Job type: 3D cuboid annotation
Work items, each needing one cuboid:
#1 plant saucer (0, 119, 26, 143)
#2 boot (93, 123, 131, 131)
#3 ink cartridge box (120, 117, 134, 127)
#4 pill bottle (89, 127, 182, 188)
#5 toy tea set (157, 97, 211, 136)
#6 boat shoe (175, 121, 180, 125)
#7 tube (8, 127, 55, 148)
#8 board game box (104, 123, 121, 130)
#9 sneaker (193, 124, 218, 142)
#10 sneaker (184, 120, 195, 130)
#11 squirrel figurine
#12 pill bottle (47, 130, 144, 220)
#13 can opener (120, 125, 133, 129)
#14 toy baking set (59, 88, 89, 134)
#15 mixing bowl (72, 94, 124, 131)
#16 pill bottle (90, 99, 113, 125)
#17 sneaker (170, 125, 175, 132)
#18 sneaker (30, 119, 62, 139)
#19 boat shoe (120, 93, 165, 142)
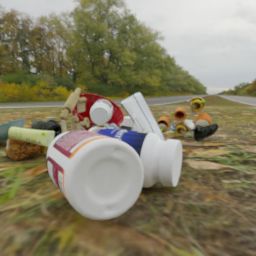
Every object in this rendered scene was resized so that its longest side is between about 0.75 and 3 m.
[{"bbox_3d":[-5.392,0.313,11.865,2.377,0.458,2.377,-25,0,0],"label":"plant saucer"},{"bbox_3d":[-1.213,0.547,10.549,1.889,1.058,2.731,-22,13,-42],"label":"boot"},{"bbox_3d":[0.052,-0.341,18.121,0.705,0.718,0.975,5,9,36],"label":"ink cartridge box"},{"bbox_3d":[0.083,0.727,6.823,2.280,1.320,1.320,6,9,20],"label":"pill bottle"},{"bbox_3d":[2.731,-0.226,13.744,2.837,1.687,1.050,-28,20,33],"label":"toy tea set"},{"bbox_3d":[3.693,-0.202,18.432,1.142,0.432,0.410,12,7,19],"label":"boat shoe"},{"bbox_3d":[-3.154,0.268,9.197,1.515,0.440,0.393,10,46,8],"label":"tube"},{"bbox_3d":[-0.932,0.525,8.543,1.665,0.514,1.666,-25,31,-11],"label":"board game box"},{"bbox_3d":[3.483,0.078,12.610,1.237,0.709,0.473,-27,44,3],"label":"sneaker"},{"bbox_3d":[3.867,-0.175,17.416,0.542,0.572,1.416,0,8,-15],"label":"sneaker"},{"bbox_3d":[-3.547,0.704,9.916,1.324,1.004,1.418,8,16,-30],"label":"squirrel figurine"},{"bbox_3d":[-0.740,0.677,4.983,1.229,1.229,2.152,-3,7,-25],"label":"pill bottle"},{"bbox_3d":[0.279,0.253,13.904,1.407,0.470,0.375,11,34,-2],"label":"can opener"},{"bbox_3d":[-1.690,-0.045,9.301,0.301,1.989,2.591,-3,34,15],"label":"toy baking set"},{"bbox_3d":[-1.680,-0.378,13.806,2.630,1.424,2.630,19,33,-12],"label":"mixing bowl"},{"bbox_3d":[-1.217,-0.716,12.760,0.979,0.979,1.690,0,14,0],"label":"pill bottle"},{"bbox_3d":[2.876,0.071,16.116,1.002,0.412,0.370,7,8,37],"label":"sneaker"},{"bbox_3d":[-2.838,0.105,10.606,1.029,0.687,1.796,23,1,6],"label":"sneaker"},{"bbox_3d":[0.545,0.091,9.578,0.918,2.808,1.033,-24,-32,0],"label":"boat shoe"}]
